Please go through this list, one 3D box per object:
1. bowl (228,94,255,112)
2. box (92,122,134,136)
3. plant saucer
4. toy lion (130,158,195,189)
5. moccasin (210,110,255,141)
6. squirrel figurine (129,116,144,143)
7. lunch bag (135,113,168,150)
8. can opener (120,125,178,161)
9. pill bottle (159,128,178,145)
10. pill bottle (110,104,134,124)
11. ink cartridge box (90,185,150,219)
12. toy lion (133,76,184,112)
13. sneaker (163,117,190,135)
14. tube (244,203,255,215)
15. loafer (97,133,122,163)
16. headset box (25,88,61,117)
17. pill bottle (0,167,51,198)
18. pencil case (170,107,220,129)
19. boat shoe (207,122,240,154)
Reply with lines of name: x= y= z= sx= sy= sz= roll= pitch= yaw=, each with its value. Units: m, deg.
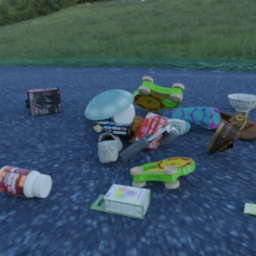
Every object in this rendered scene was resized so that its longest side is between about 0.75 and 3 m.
bowl: x=6.282 y=-1.319 z=15.303 sx=1.638 sy=0.769 sz=1.638 roll=1 pitch=18 yaw=0
box: x=-0.472 y=0.022 z=11.161 sx=1.382 sy=0.400 sz=1.738 roll=6 pitch=4 yaw=13
plant saucer: x=-0.940 y=-1.201 z=12.701 sx=2.378 sy=0.458 sz=2.378 roll=-15 pitch=30 yaw=9
toy lion: x=1.035 y=1.176 z=7.919 sx=1.560 sy=0.536 sz=1.496 roll=-5 pitch=11 yaw=28
moccasin: x=4.489 y=-0.217 z=11.515 sx=1.019 sy=1.075 sz=2.786 roll=-13 pitch=23 yaw=-29
squirrel figurine: x=0.372 y=0.134 z=10.551 sx=0.757 sy=1.069 sz=0.998 roll=-4 pitch=38 yaw=33
lunch bag: x=0.795 y=0.119 z=9.918 sx=0.518 sy=1.264 sz=1.114 roll=27 pitch=6 yaw=41
can opener: x=0.640 y=0.550 z=8.758 sx=1.996 sy=0.667 sz=0.532 roll=-37 pitch=-2 yaw=28
pill bottle: x=1.451 y=0.313 z=10.454 sx=0.769 sy=0.439 sz=0.439 roll=-32 pitch=0 yaw=32
pill bottle: x=-0.381 y=-0.877 z=13.297 sx=1.209 sy=1.209 sz=2.090 roll=-3 pitch=19 yaw=-10
ink cartridge box: x=-0.185 y=1.741 z=6.812 sx=1.325 sy=0.393 sz=0.688 roll=6 pitch=19 yaw=16
toy lion: x=1.436 y=-1.475 z=14.152 sx=2.449 sy=2.348 sz=0.841 roll=14 pitch=66 yaw=8
sneaker: x=1.628 y=-0.196 z=11.684 sx=1.848 sy=0.717 sz=0.843 roll=4 pitch=30 yaw=7
tube: x=3.235 y=1.950 z=6.485 sx=0.999 sy=0.259 sz=0.290 roll=5 pitch=-20 yaw=25
loafer: x=-0.631 y=0.518 z=9.617 sx=0.778 sy=0.776 sz=2.224 roll=-10 pitch=11 yaw=1
headset box: x=-4.446 y=-1.351 z=14.578 sx=1.739 sy=1.294 sz=0.672 roll=-10 pitch=21 yaw=-29
pill bottle: x=-2.695 y=1.424 z=7.269 sx=1.247 sy=0.683 sz=0.683 roll=7 pitch=20 yaw=12
pencil case: x=2.818 y=-0.402 z=11.922 sx=2.004 sy=0.926 sz=0.853 roll=2 pitch=-23 yaw=44
boat shoe: x=3.066 y=0.480 z=9.117 sx=0.716 sy=0.717 sz=2.037 roll=29 pitch=-11 yaw=15
